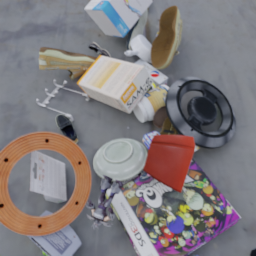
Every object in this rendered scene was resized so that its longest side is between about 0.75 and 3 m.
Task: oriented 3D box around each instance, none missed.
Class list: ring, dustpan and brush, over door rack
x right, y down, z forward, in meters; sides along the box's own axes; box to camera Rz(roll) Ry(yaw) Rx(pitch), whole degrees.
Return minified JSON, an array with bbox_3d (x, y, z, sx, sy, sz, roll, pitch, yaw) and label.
[{"bbox_3d":[-2.200,1.412,7.235,2.626,0.252,2.626,2,85,-29],"label":"ring"},{"bbox_3d":[0.451,-3.007,10.889,1.419,0.582,2.033,52,26,5],"label":"dustpan and brush"},{"bbox_3d":[-2.376,-1.084,10.162,1.596,0.532,1.179,25,61,15],"label":"over door rack"}]

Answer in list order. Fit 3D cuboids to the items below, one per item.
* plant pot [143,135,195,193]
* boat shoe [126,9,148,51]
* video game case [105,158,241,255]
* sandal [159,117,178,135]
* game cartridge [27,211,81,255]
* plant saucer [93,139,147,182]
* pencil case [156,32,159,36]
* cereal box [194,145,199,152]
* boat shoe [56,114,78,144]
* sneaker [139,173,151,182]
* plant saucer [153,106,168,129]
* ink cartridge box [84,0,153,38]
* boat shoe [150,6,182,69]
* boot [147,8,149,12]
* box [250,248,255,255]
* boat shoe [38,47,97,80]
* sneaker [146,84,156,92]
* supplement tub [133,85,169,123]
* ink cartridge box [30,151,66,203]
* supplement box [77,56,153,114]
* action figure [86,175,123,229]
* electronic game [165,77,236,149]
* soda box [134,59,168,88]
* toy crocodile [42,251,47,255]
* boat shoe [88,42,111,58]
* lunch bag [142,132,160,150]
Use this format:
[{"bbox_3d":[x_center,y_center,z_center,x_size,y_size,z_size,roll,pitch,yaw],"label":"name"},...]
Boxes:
[{"bbox_3d":[1.057,0.794,7.462,1.091,1.237,1.238,16,103,7],"label":"plant pot"},{"bbox_3d":[0.234,-4.247,11.949,0.697,0.844,2.255,9,77,23],"label":"boat shoe"},{"bbox_3d":[1.174,2.223,7.959,2.888,0.517,2.618,-25,58,-15],"label":"video game case"},{"bbox_3d":[1.274,0.348,9.165,0.714,0.480,1.778,14,59,30],"label":"sandal"},{"bbox_3d":[-1.923,2.856,7.358,1.332,0.272,0.887,41,46,7],"label":"game cartridge"},{"bbox_3d":[-0.270,0.832,8.502,1.710,0.429,1.710,-7,41,6],"label":"plant saucer"},{"bbox_3d":[1.438,-3.589,11.761,0.472,0.515,1.135,4,54,-4],"label":"pencil case"},{"bbox_3d":[1.773,0.572,8.684,0.795,0.157,0.572,-19,62,-40],"label":"cereal box"},{"bbox_3d":[-2.095,-0.016,9.534,0.497,0.414,1.331,-26,59,-14],"label":"boat shoe"},{"bbox_3d":[0.588,1.254,8.107,0.770,0.316,0.270,-34,27,-24],"label":"sneaker"},{"bbox_3d":[1.154,-0.372,9.415,0.817,0.817,0.131,-29,33,-18],"label":"plant saucer"},{"bbox_3d":[-0.375,-4.924,11.225,1.996,1.457,1.464,-52,40,-6],"label":"ink cartridge box"},{"bbox_3d":[1.624,-3.372,10.771,1.039,0.889,2.836,-1,65,40],"label":"boat shoe"},{"bbox_3d":[-0.005,-6.250,13.458,1.968,0.651,1.724,1,57,2],"label":"boot"},{"bbox_3d":[3.641,3.982,6.568,1.666,1.050,1.694,27,61,14],"label":"box"},{"bbox_3d":[-2.041,-2.329,10.680,2.662,0.954,1.014,6,99,-19],"label":"boat shoe"},{"bbox_3d":[0.198,-1.787,10.362,1.816,0.676,0.769,37,33,22],"label":"sneaker"},{"bbox_3d":[0.885,-0.828,9.731,1.314,0.951,0.951,-28,61,-17],"label":"supplement tub"},{"bbox_3d":[-2.339,1.401,7.939,0.376,1.502,1.209,-21,60,20],"label":"ink cartridge box"},{"bbox_3d":[-0.487,-1.553,9.681,2.283,0.839,1.438,26,73,41],"label":"supplement box"},{"bbox_3d":[-0.647,1.977,7.324,0.895,0.477,1.376,14,72,23],"label":"action figure"},{"bbox_3d":[2.449,-0.562,9.349,2.657,0.553,2.657,9,62,-18],"label":"electronic game"},{"bbox_3d":[0.832,-2.042,10.820,0.490,0.458,1.440,-39,64,-22],"label":"soda box"},{"bbox_3d":[-2.117,3.063,7.595,0.397,0.363,1.177,-9,53,-10],"label":"toy crocodile"},{"bbox_3d":[-1.176,-3.062,11.412,1.065,0.387,0.334,41,51,10],"label":"boat shoe"},{"bbox_3d":[0.824,0.481,8.573,0.616,0.290,0.769,-16,51,-29],"label":"lunch bag"}]
